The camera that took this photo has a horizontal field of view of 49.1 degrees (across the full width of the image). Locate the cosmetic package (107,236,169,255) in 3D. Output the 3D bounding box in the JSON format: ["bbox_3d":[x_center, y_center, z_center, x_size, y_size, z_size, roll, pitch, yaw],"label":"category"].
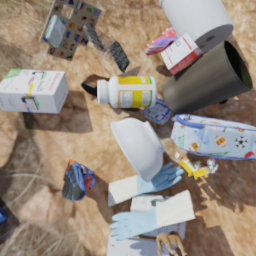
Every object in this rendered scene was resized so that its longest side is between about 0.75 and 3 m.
[{"bbox_3d":[0.229,5.034,9.115,2.039,0.699,2.704,7,74,-2],"label":"cosmetic package"}]

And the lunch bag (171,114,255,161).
[{"bbox_3d":[2.778,0.226,9.014,2.867,2.297,1.083,10,100,1],"label":"lunch bag"}]

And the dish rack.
[{"bbox_3d":[-0.771,-2.716,9.420,0.491,1.800,1.381,-44,52,26],"label":"dish rack"}]

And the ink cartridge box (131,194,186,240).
[{"bbox_3d":[1.004,2.931,9.258,1.740,1.270,0.731,4,31,9],"label":"ink cartridge box"}]

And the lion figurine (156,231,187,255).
[{"bbox_3d":[1.164,3.248,7.944,0.503,1.389,0.850,-37,47,15],"label":"lion figurine"}]

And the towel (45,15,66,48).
[{"bbox_3d":[-2.329,-3.071,8.984,0.194,0.690,0.806,16,80,15],"label":"towel"}]

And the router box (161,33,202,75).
[{"bbox_3d":[1.755,-2.509,9.440,1.136,0.309,1.266,-36,34,21],"label":"router box"}]

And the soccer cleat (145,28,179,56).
[{"bbox_3d":[1.222,-3.055,10.448,0.535,1.603,0.613,-31,90,-43],"label":"soccer cleat"}]

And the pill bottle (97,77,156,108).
[{"bbox_3d":[-0.070,-1.237,9.754,1.944,1.096,1.096,-2,75,-8],"label":"pill bottle"}]

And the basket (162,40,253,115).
[{"bbox_3d":[2.589,-1.533,9.622,2.567,2.314,1.746,-26,71,34],"label":"basket"}]

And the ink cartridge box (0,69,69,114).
[{"bbox_3d":[-3.480,-1.379,10.395,2.157,0.906,1.562,3,42,4],"label":"ink cartridge box"}]

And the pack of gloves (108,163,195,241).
[{"bbox_3d":[0.656,2.367,8.880,2.757,0.544,2.316,-22,34,16],"label":"pack of gloves"}]

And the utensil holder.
[{"bbox_3d":[2.681,-4.442,11.005,2.120,2.120,2.495,-22,77,-6],"label":"utensil holder"}]

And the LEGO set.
[{"bbox_3d":[2.237,1.177,9.004,0.604,1.624,0.747,-16,104,-31],"label":"LEGO set"}]

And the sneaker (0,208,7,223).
[{"bbox_3d":[-5.601,2.472,9.661,2.972,1.042,1.158,44,71,9],"label":"sneaker"}]

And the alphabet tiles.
[{"bbox_3d":[-2.010,-3.374,9.654,0.079,1.758,2.104,45,116,38],"label":"alphabet tiles"}]

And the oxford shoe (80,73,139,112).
[{"bbox_3d":[-0.567,-1.444,10.856,2.486,0.887,0.886,29,68,8],"label":"oxford shoe"}]

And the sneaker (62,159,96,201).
[{"bbox_3d":[-1.530,1.666,9.171,1.030,2.627,0.990,17,96,-13],"label":"sneaker"}]

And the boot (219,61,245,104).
[{"bbox_3d":[3.904,-1.798,10.698,0.580,1.285,1.569,22,77,4],"label":"boot"}]

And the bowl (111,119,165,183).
[{"bbox_3d":[0.469,0.521,8.765,1.008,2.243,2.243,-31,77,6],"label":"bowl"}]

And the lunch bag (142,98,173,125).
[{"bbox_3d":[1.128,-0.670,10.593,1.151,0.435,0.922,32,82,43],"label":"lunch bag"}]
